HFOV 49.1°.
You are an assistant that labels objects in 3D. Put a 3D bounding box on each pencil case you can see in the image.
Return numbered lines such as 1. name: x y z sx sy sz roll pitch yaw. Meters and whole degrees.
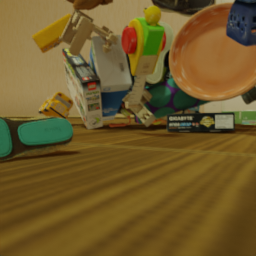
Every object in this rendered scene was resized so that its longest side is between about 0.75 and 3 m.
1. pencil case: 1.291 -0.936 7.775 2.474 1.053 1.143 -16 19 6

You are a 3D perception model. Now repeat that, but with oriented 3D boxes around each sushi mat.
1. sushi mat: 1.527 -1.105 8.380 0.982 2.053 0.124 14 21 -32

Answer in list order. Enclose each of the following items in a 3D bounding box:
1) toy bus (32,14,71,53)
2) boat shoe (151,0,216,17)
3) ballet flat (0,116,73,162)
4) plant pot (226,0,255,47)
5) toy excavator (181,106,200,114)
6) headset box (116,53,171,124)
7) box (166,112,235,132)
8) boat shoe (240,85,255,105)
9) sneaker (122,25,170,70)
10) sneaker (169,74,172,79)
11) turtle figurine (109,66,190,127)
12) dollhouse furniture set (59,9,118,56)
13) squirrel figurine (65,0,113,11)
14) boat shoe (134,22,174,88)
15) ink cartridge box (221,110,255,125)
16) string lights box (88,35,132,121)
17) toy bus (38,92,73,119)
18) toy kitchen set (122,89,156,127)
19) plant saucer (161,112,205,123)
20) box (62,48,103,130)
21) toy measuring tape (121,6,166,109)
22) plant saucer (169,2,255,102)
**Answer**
1. toy bus: -2.327 -3.333 9.642 1.883 0.613 0.737 -35 10 -8
2. boat shoe: 1.771 -4.283 9.443 2.264 0.814 0.734 19 12 26
3. ballet flat: -1.144 0.116 2.654 1.303 0.460 0.460 -4 5 -44
4. plant pot: 2.305 -2.015 4.861 0.960 0.863 0.960 -12 31 1
5. toy excavator: 2.324 -1.043 10.294 0.811 1.624 1.579 8 -5 11
6. headset box: 0.642 -1.529 9.642 2.038 2.739 1.058 2 -1 -13
7. box: 1.770 -0.153 6.861 1.443 0.417 1.815 -1 2 16
8. boat shoe: 3.418 -1.609 8.806 0.862 0.957 2.707 -40 24 20
9. sneaker: 0.868 -2.375 8.411 2.219 0.832 0.961 29 6 -4
10. sneaker: 2.069 -2.135 9.155 0.886 2.285 1.042 16 -6 35
11. turtle figurine: 0.672 -1.019 8.720 2.762 2.227 0.889 -9 5 -13
12. dollhouse furniture set: -0.946 -2.063 6.548 1.020 0.871 1.968 24 18 -24
13. squirrel figurine: -0.979 -3.200 6.705 1.210 0.856 1.129 -10 18 -28
14. boat shoe: 0.664 -1.985 7.518 0.741 2.063 0.698 25 -23 -15
15. ink cartridge box: 4.706 -0.432 11.306 0.961 0.549 1.851 -1 3 -15
16. string lights box: -0.700 -1.327 8.467 0.842 1.467 2.855 -7 -16 -15
17. toy bus: -2.580 -0.706 9.991 0.742 0.893 2.281 38 -15 -20
18. toy kitchen set: 0.378 -0.578 6.909 0.634 0.778 0.702 -43 17 4
19. plant saucer: 2.168 -0.480 12.847 2.649 0.496 2.649 -1 2 0
20. box: -1.370 -1.241 8.134 0.450 1.427 2.592 -13 37 -18
21. toy measuring tape: 0.187 -1.297 5.230 0.792 0.792 2.153 -1 -37 -14
22. plant saucer: 2.166 -1.763 6.693 2.392 2.392 0.448 2 -9 30
